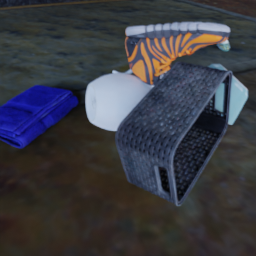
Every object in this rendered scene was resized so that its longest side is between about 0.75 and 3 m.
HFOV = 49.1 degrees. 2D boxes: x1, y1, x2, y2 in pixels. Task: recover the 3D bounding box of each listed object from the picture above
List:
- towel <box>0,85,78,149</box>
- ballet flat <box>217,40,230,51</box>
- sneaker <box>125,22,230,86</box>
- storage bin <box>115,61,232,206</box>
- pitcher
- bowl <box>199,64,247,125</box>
[{"bbox_3d":[-3.050,-0.553,8.575,1.985,0.666,2.688,17,38,21],"label":"towel"},{"bbox_3d":[4.776,-4.428,14.252,0.598,0.598,1.610,-1,35,-1],"label":"ballet flat"},{"bbox_3d":[1.151,-1.814,6.991,2.653,1.486,1.029,9,21,34],"label":"sneaker"},{"bbox_3d":[1.099,0.024,6.036,1.262,1.820,2.692,21,53,32],"label":"storage bin"},{"bbox_3d":[0.104,-1.010,7.817,2.510,1.522,2.154,-5,71,-24],"label":"pitcher"},{"bbox_3d":[2.700,-1.121,8.201,1.945,1.017,1.945,37,21,-16],"label":"bowl"}]
